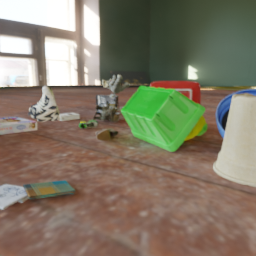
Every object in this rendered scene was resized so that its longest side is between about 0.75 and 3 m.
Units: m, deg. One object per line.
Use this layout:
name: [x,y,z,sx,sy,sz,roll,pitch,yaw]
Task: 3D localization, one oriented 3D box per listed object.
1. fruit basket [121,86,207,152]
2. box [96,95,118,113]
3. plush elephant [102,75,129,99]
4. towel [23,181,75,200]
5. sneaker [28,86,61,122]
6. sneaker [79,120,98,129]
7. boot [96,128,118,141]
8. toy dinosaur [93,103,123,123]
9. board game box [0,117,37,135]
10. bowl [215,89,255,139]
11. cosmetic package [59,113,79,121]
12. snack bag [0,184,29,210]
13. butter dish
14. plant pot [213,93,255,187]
fruit basket: [1.507,-0.184,9.863,2.918,2.105,2.918,37,-9,7]
box: [-1.208,-1.337,16.120,1.353,1.067,0.337,7,13,26]
plush elephant: [-0.433,-1.316,8.507,0.581,0.750,0.618,48,14,34]
towel: [-1.626,1.261,5.749,0.912,0.099,0.669,-1,11,-30]
sneaker: [-2.836,-0.692,9.137,0.982,0.602,1.509,-17,-28,-12]
sneaker: [-1.714,-0.099,12.126,0.866,0.338,0.369,-9,19,0]
boot: [-0.939,0.243,10.361,1.096,0.385,0.802,-9,9,-42]
toy dinosaur: [-0.992,-0.729,14.122,1.345,1.013,2.631,13,4,-1]
board game box: [-5.112,-0.110,11.694,1.852,0.382,1.856,11,13,40]
bowl: [4.055,-0.192,8.709,2.592,0.509,2.592,-5,46,5]
cosmetic package: [-3.137,-0.578,14.452,1.017,0.263,0.767,-8,12,-35]
snack bag: [-2.402,1.352,5.487,0.880,0.100,0.934,5,11,21]
butter dish: [1.995,-0.857,12.038,2.104,2.098,1.555,1,-2,11]
plant pot: [3.206,0.160,6.771,2.094,1.917,2.094,0,12,0]
